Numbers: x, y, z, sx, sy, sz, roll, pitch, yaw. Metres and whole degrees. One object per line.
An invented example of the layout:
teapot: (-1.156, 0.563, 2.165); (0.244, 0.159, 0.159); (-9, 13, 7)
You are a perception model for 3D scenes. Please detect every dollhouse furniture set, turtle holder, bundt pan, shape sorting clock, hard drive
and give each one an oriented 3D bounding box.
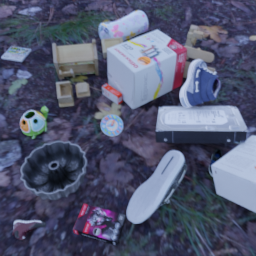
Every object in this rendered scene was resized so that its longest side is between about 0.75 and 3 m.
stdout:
dollhouse furniture set: (-1.449, -2.048, 11.239); (2.734, 1.520, 2.418); (-7, 74, -7)
turtle holder: (-3.197, -0.226, 9.694); (1.081, 0.768, 0.821); (-22, 52, -18)
bundt pan: (-2.121, 1.319, 8.319); (1.927, 0.723, 1.927); (-3, 46, 3)
shape sorting clock: (-0.569, -0.090, 9.814); (0.789, 0.155, 0.789); (2, 71, -5)
dollhouse furniture set: (3.059, -3.136, 11.838); (1.456, 1.700, 1.788); (17, 36, 8)
hard drive: (2.300, -0.153, 9.188); (2.709, 0.513, 1.893); (1, 28, 10)

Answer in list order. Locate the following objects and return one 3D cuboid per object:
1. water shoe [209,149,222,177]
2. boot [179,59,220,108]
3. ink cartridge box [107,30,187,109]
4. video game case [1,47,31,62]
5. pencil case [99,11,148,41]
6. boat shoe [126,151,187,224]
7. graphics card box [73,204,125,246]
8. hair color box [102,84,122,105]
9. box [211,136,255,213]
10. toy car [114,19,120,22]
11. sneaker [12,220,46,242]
water shoe: (2.756, 1.099, 8.791); (0.352, 0.388, 0.984); (10, 50, 8)
boot: (2.757, -1.696, 9.978); (1.174, 0.946, 2.600); (-10, 38, 37)
ink cartridge box: (0.658, -2.283, 10.802); (2.483, 1.796, 1.804); (-29, 55, -23)
video game case: (-5.140, -3.398, 12.892); (1.024, 0.113, 0.934); (11, 50, 10)
pencil case: (-0.212, -4.797, 13.480); (2.475, 1.029, 1.123); (-30, 77, -24)
boat shoe: (0.938, 1.770, 7.877); (2.361, 0.837, 0.851); (-50, 35, -9)
graphics card box: (-0.759, 2.596, 7.539); (1.251, 0.318, 0.785); (13, 50, 10)
hair color box: (-0.620, -1.309, 10.852); (0.878, 0.446, 0.269); (36, 60, 26)
box: (3.600, 1.222, 7.852); (1.956, 1.040, 1.489); (-29, 25, -24)
toy car: (-0.692, -5.190, 14.159); (0.847, 0.668, 0.696); (25, 46, 34)
sneaker: (-2.643, 2.751, 7.436); (0.906, 0.343, 0.524); (-4, 53, 10)
